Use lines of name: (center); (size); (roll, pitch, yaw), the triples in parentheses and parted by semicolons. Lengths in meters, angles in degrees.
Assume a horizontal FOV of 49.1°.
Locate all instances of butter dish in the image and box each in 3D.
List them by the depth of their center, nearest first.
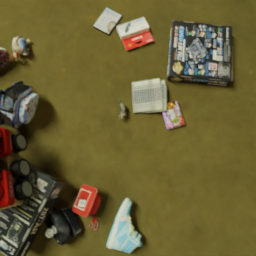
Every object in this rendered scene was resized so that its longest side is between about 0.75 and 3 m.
butter dish: (-1.112, 2.193, 8.233); (0.631, 0.854, 0.851); (35, 69, -37)

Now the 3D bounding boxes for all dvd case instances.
dvd case: (-0.730, -3.845, 10.097); (0.677, 0.083, 0.948); (30, 77, 8)

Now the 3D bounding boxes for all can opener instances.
can opener: (-2.334, 2.385, 8.201); (2.250, 0.885, 0.713); (48, 112, 16)

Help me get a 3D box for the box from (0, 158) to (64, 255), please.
box: (-3.579, 1.924, 7.936); (2.815, 0.613, 2.255); (24, 81, 16)

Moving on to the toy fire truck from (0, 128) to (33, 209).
toy fire truck: (-3.598, 0.985, 6.647); (1.423, 2.212, 1.947); (-16, 74, 14)

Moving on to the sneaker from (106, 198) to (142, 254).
sneaker: (0.053, 2.859, 8.057); (0.968, 0.590, 1.483); (19, 85, 7)

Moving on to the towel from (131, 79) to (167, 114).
towel: (0.693, -1.043, 9.187); (1.160, 0.200, 1.117); (-4, 75, 10)

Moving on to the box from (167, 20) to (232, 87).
box: (2.436, -2.538, 9.523); (2.094, 0.524, 2.110); (5, 75, 2)

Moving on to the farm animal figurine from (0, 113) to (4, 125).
farm animal figurine: (-4.918, -0.170, 8.287); (2.083, 1.297, 2.580); (-38, 35, -24)

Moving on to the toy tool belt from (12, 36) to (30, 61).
toy tool belt: (-3.627, -2.713, 9.531); (0.551, 0.560, 0.897); (-8, 57, -6)

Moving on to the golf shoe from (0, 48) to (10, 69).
golf shoe: (-5.090, -2.182, 9.203); (2.286, 0.830, 1.053); (-24, 56, -10)

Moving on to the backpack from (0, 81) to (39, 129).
backpack: (-3.405, -0.636, 8.615); (1.042, 1.353, 1.289); (27, 114, -1)

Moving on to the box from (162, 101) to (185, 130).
box: (1.441, -0.419, 9.132); (0.585, 0.167, 0.855); (-15, 76, -4)

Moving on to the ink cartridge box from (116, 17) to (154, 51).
ink cartridge box: (0.246, -3.305, 9.804); (1.061, 0.237, 0.935); (-21, 70, -5)

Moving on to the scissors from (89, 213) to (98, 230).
scissors: (-0.983, 2.651, 8.383); (0.284, 0.054, 0.775); (8, 74, 5)

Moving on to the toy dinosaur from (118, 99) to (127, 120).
toy dinosaur: (-0.169, -0.625, 9.074); (0.298, 0.396, 0.775); (-2, 76, -1)
